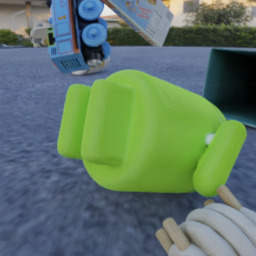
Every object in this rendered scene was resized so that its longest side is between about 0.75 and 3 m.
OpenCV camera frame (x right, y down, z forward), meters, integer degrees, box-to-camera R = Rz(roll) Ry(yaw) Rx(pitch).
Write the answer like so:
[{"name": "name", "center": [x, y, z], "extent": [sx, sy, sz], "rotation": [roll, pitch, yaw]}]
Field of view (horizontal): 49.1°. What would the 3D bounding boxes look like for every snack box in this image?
[{"name": "snack box", "center": [0.182, -2.459, 5.589], "extent": [0.269, 0.796, 2.215], "rotation": [25, 3, 39]}]

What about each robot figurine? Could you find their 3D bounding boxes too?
[{"name": "robot figurine", "center": [0.444, 0.146, 4.395], "extent": [2.920, 1.689, 2.562], "rotation": [13, -9, -40]}]

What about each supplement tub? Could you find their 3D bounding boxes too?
[{"name": "supplement tub", "center": [-2.542, -4.425, 17.892], "extent": [1.850, 1.850, 2.557], "rotation": [12, 23, 30]}]

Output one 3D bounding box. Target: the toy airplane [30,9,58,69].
[{"name": "toy airplane", "center": [-2.725, -3.452, 10.444], "extent": [1.399, 1.982, 1.973], "rotation": [4, 63, 25]}]

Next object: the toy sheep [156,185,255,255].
[{"name": "toy sheep", "center": [1.008, 1.297, 2.930], "extent": [1.678, 1.157, 1.157], "rotation": [-25, 28, -20]}]

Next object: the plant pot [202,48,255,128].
[{"name": "plant pot", "center": [4.236, -1.331, 9.171], "extent": [2.959, 2.092, 2.090], "rotation": [-5, 18, -40]}]

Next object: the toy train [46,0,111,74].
[{"name": "toy train", "center": [-1.396, -2.866, 7.610], "extent": [1.585, 2.775, 1.203], "rotation": [-9, -14, 2]}]
